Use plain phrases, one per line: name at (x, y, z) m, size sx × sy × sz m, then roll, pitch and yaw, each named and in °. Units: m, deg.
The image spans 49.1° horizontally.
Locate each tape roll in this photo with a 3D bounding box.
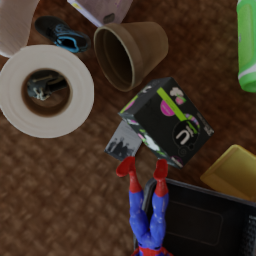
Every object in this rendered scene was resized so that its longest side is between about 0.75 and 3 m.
tape roll at (-1.775, -0.831, 6.184) m, size 1.896 × 1.302 × 1.896 m, roll -3°, pitch 103°, yaw -15°

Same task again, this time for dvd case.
dvd case at (-0.063, 0.356, 7.043) m, size 0.709 × 0.117 × 0.943 m, roll 29°, pitch 78°, yaw 6°

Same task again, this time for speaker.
speaker at (3.334, -2.248, 7.093) m, size 1.122 × 1.122 × 2.538 m, roll 4°, pitch 78°, yaw 1°

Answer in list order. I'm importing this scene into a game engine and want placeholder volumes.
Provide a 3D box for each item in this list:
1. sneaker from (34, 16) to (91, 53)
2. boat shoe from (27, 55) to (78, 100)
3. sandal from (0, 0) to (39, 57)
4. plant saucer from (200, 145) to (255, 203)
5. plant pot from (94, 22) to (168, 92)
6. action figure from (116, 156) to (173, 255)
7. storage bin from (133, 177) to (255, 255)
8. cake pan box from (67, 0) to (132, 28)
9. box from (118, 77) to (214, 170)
sneaker at (-1.780, -2.436, 7.274) m, size 1.615 × 0.591 × 0.662 m, roll 25°, pitch 35°, yaw 7°
boat shoe at (-2.146, -1.097, 7.008) m, size 2.236 × 0.814 × 0.691 m, roll -27°, pitch 77°, yaw -11°
sandal at (-3.051, -3.141, 7.278) m, size 1.122 × 0.839 × 2.929 m, roll 21°, pitch 70°, yaw -39°
plant saucer at (2.656, 1.115, 6.398) m, size 1.475 × 1.474 × 0.357 m, roll 35°, pitch 45°, yaw 7°
plant pot at (0.170, -1.930, 6.906) m, size 1.409 × 1.623 × 1.623 m, roll -32°, pitch 80°, yaw -22°
action figure at (0.237, 1.984, 4.531) m, size 0.904 × 1.371 × 2.770 m, roll 4°, pitch 122°, yaw 21°
storage bin at (1.476, 2.158, 6.099) m, size 2.509 × 1.176 × 1.696 m, roll 15°, pitch 81°, yaw 2°
cake pan box at (-0.551, -3.402, 7.012) m, size 0.414 × 1.459 × 1.584 m, roll 29°, pitch 92°, yaw 40°
box at (0.849, -0.130, 6.378) m, size 1.239 × 1.037 × 1.669 m, roll -46°, pitch 108°, yaw -10°
